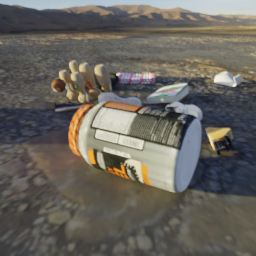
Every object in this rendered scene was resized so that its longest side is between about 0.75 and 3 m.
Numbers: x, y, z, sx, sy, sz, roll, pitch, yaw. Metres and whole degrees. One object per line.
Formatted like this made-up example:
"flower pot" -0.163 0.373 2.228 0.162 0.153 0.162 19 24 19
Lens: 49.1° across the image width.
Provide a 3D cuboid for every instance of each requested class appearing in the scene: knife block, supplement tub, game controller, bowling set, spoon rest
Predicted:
"knife block" 2.225 0.346 7.124 0.861 0.314 0.981 -35 24 -31
"supplement tub" 0.114 0.284 5.775 2.479 1.519 1.519 12 26 27
"game controller" -1.892 -2.167 13.001 2.836 0.597 1.479 5 38 18
"bowling set" -1.959 -1.514 10.720 1.877 1.448 2.697 -32 32 -24
"spoon rest" 4.738 -2.279 13.252 0.892 0.544 1.796 -25 18 -3

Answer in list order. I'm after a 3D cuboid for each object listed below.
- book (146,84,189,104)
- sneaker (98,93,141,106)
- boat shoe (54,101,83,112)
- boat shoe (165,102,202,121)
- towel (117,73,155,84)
"book" 1.589 -1.314 11.044 1.163 0.418 1.740 -1 20 28
"sneaker" -0.274 -0.895 10.022 1.574 0.606 0.644 13 11 10
"boat shoe" -2.082 -0.789 9.823 1.012 0.305 0.374 -12 -2 -22
"boat shoe" 1.746 -0.487 8.989 0.502 0.512 1.447 -13 19 -27
"towel" 0.326 -2.557 14.173 2.051 0.307 1.501 1 22 4
